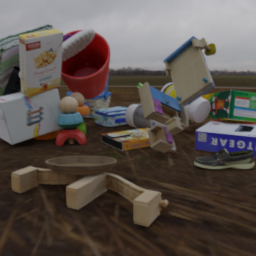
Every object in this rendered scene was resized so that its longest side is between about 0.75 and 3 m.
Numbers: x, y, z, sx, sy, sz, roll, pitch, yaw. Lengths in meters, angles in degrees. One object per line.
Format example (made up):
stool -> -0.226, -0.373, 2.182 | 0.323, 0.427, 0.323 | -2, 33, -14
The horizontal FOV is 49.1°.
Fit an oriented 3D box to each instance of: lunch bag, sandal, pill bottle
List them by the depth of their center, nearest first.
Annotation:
sandal -> -2.334, -2.563, 9.074 | 2.953, 0.726, 1.202 | -39, 4, -18
pill bottle -> 2.084, -0.932, 10.397 | 1.032, 1.032, 1.806 | -8, 30, -35
pill bottle -> 0.808, -0.366, 10.500 | 1.066, 1.066, 1.874 | -9, 15, -40
lunch bag -> -0.503, -0.486, 12.145 | 1.681, 0.693, 1.351 | -9, 17, -33

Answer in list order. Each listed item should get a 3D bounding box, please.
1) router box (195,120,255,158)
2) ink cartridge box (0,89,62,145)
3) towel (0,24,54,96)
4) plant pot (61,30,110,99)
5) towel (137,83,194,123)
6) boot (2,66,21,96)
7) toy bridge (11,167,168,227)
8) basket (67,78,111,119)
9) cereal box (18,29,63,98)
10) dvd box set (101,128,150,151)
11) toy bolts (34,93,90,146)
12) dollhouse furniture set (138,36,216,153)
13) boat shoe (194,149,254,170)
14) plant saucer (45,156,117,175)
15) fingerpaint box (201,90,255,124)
router box -> 3.459, 0.290, 8.391 | 2.367, 0.578, 2.124 | 6, 13, 29
ink cartridge box -> -3.212, -0.447, 8.939 | 1.834, 1.327, 1.333 | -20, 21, -36
towel -> -3.605, -2.249, 9.709 | 2.067, 0.425, 2.771 | -33, -10, -34
plant pot -> -1.683, -2.239, 10.725 | 2.192, 2.192, 1.939 | 0, -25, 0
towel -> 1.712, -1.228, 12.969 | 2.717, 0.417, 2.027 | 33, 5, -12
boot -> -3.604, -1.065, 9.784 | 1.475, 1.790, 0.587 | 18, 13, -40
toy bridge -> -0.683, 1.062, 4.960 | 2.925, 0.398, 0.983 | 5, 11, 28
basket -> -1.888, -1.725, 13.786 | 2.152, 2.440, 1.697 | 5, 11, 28
cereal box -> -2.484, -1.860, 8.060 | 0.350, 1.773, 1.276 | 33, 42, 23
dvd box set -> 0.263, 0.336, 8.960 | 1.856, 0.273, 1.358 | -7, 14, -31
toy bolts -> -2.201, -0.359, 9.273 | 2.048, 1.487, 2.144 | -4, 12, -15
dollhouse furniture set -> 1.743, -0.766, 7.522 | 1.548, 2.240, 2.372 | 18, -41, -37
boat shoe -> 2.263, 0.708, 6.599 | 1.397, 0.459, 0.499 | 0, 11, 2
plant saucer -> -0.905, 0.715, 5.444 | 1.363, 0.201, 1.363 | 1, 1, 0
fingerpaint box -> 4.345, -0.655, 10.249 | 2.798, 1.026, 2.334 | 6, 0, -10
